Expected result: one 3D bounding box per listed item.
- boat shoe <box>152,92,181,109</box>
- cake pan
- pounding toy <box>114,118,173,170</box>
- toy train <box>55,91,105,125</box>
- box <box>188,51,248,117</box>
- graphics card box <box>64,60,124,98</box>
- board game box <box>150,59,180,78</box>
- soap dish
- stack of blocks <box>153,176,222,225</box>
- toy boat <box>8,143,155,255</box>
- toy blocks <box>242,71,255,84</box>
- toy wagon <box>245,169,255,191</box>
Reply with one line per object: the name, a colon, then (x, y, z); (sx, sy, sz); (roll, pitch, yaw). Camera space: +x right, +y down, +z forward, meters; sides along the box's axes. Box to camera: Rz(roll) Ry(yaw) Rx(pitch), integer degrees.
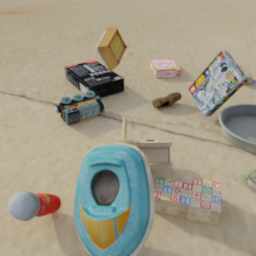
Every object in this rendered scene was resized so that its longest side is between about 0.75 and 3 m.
boat shoe: (1.568, -1.004, 10.884); (1.268, 0.456, 0.431); (-20, 43, -12)
cake pan: (4.310, 0.017, 9.260); (2.614, 0.479, 2.614); (0, 34, 0)
pounding toy: (0.516, 0.377, 7.176); (1.281, 1.285, 2.240); (-1, -1, 15)
toy train: (-1.712, -0.733, 10.237); (1.792, 0.763, 1.021); (-18, 50, -28)
box: (3.033, -1.484, 9.715); (0.388, 1.943, 1.331); (-5, 59, -32)
graphics card box: (-1.527, -2.177, 12.370); (1.660, 0.673, 2.646); (-20, 37, -28)
board game box: (1.787, -2.948, 13.800); (1.171, 0.358, 1.546); (-5, 34, -7)
soap dish: (-0.499, -2.511, 8.831); (0.471, 0.913, 1.160); (-5, 46, 30)
stack of blocks: (1.404, 1.664, 6.802); (1.611, 0.472, 0.928); (9, 35, 14)
toy boat: (-0.920, 1.566, 5.726); (2.925, 1.359, 2.459); (-8, 75, 19)
toy blocks: (5.337, -2.361, 12.864); (0.796, 0.582, 1.165); (-2, 33, -23)
toy wagon: (3.664, 1.400, 7.458); (0.992, 0.196, 0.770); (-23, 40, -31)
